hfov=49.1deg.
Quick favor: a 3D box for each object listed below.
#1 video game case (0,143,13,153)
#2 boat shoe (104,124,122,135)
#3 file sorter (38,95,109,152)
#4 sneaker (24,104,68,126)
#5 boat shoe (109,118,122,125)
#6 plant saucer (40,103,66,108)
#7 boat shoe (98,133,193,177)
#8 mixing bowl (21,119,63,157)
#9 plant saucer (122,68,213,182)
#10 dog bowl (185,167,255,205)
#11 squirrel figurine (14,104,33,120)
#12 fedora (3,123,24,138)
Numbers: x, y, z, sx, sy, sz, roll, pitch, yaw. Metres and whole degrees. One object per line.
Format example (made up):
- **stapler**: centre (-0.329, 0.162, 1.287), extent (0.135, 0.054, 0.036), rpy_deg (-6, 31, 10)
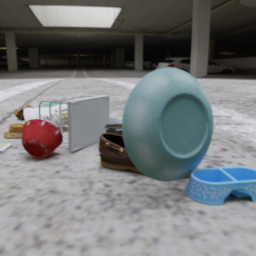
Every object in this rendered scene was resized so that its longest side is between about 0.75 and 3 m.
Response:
- **video game case**: centre (-4.158, 0.622, 8.712), extent (0.842, 0.096, 0.766), rpy_deg (0, 13, 0)
- **boat shoe**: centre (0.279, -0.006, 8.512), extent (2.288, 0.774, 0.822), rpy_deg (-14, -3, 29)
- **file sorter**: centre (-1.738, -0.278, 9.308), extent (1.366, 1.522, 2.193), rpy_deg (7, 13, 25)
- **sneaker**: centre (-2.875, -0.389, 10.426), extent (1.670, 1.064, 2.889), rpy_deg (-11, 15, -10)
- **boat shoe**: centre (-0.831, -0.150, 11.212), extent (1.325, 0.487, 0.433), rpy_deg (9, -28, -27)
- **plant saucer**: centre (-4.005, -1.066, 15.231), extent (2.198, 0.423, 2.198), rpy_deg (1, 14, 0)
- **boat shoe**: centre (0.385, 0.637, 6.927), extent (2.430, 0.855, 0.855), rpy_deg (6, 20, 14)
- **mixing bowl**: centre (-2.522, 0.392, 7.895), extent (1.196, 1.196, 0.648), rpy_deg (3, 43, 12)
- **plant saucer**: centre (1.003, -0.047, 5.595), extent (2.352, 2.352, 0.453), rpy_deg (-8, 6, -30)
- **dog bowl**: centre (2.039, 1.145, 5.783), extent (1.708, 0.423, 0.952), rpy_deg (-2, 13, -9)
- **squirrel figurine**: centre (-4.943, -0.786, 13.319), extent (0.862, 0.610, 0.804), rpy_deg (-18, 34, 12)
- **fedora**: centre (-4.055, 0.081, 10.303), extent (1.045, 0.426, 1.045), rpy_deg (-1, 13, 0)
